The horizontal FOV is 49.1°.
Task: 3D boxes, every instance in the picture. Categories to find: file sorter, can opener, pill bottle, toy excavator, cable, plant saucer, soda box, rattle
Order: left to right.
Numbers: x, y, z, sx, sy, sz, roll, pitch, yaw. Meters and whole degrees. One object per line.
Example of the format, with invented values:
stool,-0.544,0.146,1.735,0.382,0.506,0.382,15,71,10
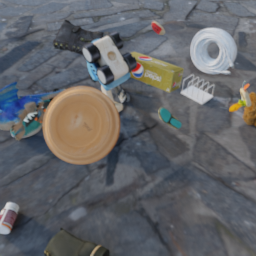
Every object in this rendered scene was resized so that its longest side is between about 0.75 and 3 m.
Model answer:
pill bottle,-3.677,2.739,8.522,0.475,0.475,0.832,4,42,4
plant saucer,-1.108,-0.068,6.496,1.836,0.296,1.836,-1,86,7
toy excavator,-0.643,-1.631,9.168,1.174,2.351,2.286,-34,96,-21
can opener,-0.311,-1.744,13.760,0.517,0.412,1.546,18,32,-31
soda box,0.779,-1.917,9.452,2.080,0.704,0.666,27,36,29
file sorter,3.365,-1.884,13.505,0.901,0.808,1.298,-32,51,-30
cable,3.511,-3.165,11.575,1.891,1.892,0.655,10,31,44
rattle,3.700,-1.050,9.388,0.754,1.055,0.687,-7,67,24

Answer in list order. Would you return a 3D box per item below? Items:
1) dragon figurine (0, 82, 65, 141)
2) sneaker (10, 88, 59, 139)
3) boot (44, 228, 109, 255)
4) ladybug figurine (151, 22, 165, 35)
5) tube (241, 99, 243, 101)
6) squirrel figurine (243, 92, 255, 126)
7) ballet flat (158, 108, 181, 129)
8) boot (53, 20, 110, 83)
dragon figurine,-2.981,-0.616,7.441,1.383,0.819,2.782,37,66,12
sneaker,-3.873,-0.717,11.920,1.018,1.139,2.851,23,46,24
boot,-1.820,3.794,7.140,1.680,0.941,2.429,17,31,25
ladybug figurine,1.367,-4.607,13.013,0.784,0.532,0.282,43,84,3
tube,6.209,-1.332,13.220,1.584,0.411,0.460,14,5,23
squirrel figurine,5.742,-0.813,11.550,1.900,1.773,1.344,19,45,20
ballet flat,0.972,-0.230,6.936,0.308,0.870,0.308,-31,42,33
boot,-2.030,-3.211,11.690,2.262,0.900,2.599,11,69,0
